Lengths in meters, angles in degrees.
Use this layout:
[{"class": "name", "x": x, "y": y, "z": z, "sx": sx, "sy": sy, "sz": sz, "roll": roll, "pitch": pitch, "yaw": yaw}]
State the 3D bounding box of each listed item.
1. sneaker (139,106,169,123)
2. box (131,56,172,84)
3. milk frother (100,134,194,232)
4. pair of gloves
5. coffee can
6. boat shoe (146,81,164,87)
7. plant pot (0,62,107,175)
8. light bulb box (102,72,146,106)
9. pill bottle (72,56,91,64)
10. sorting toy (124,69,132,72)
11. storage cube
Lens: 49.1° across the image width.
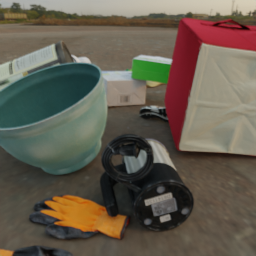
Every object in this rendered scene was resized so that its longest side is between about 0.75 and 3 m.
[{"class": "sneaker", "x": 1.060, "y": -0.505, "z": 9.060, "sx": 1.335, "sy": 0.492, "sz": 0.534, "roll": 12, "pitch": 24, "yaw": 24}, {"class": "box", "x": 1.011, "y": -2.186, "z": 10.337, "sx": 1.539, "sy": 0.744, "sz": 1.358, "roll": 10, "pitch": 20, "yaw": 10}, {"class": "milk frother", "x": 0.235, "y": 0.627, "z": 4.856, "sx": 1.488, "sy": 1.649, "sz": 1.551, "roll": 1, "pitch": 22, "yaw": -10}, {"class": "pair of gloves", "x": -1.060, "y": 1.699, "z": 4.200, "sx": 1.785, "sy": 0.248, "sz": 2.003, "roll": 9, "pitch": 25, "yaw": 19}, {"class": "coffee can", "x": -2.614, "y": -1.100, "z": 7.784, "sx": 2.489, "sy": 1.822, "sz": 1.822, "roll": -21, "pitch": 24, "yaw": 1}, {"class": "boat shoe", "x": 1.488, "y": -2.462, "z": 13.379, "sx": 0.795, "sy": 0.680, "sz": 2.168, "roll": 18, "pitch": 29, "yaw": 36}, {"class": "plant pot", "x": -1.536, "y": -0.084, "z": 6.100, "sx": 2.550, "sy": 1.709, "sz": 2.550, "roll": -12, "pitch": 34, "yaw": 8}, {"class": "light bulb box", "x": -0.319, "y": -1.545, "z": 10.755, "sx": 1.555, "sy": 0.979, "sz": 1.569, "roll": -4, "pitch": 23, "yaw": -20}, {"class": "pill bottle", "x": -2.868, "y": -2.529, "z": 12.637, "sx": 2.347, "sy": 1.403, "sz": 1.403, "roll": -19, "pitch": 29, "yaw": -40}, {"class": "sorting toy", "x": -0.477, "y": -2.184, "z": 12.435, "sx": 1.274, "sy": 0.254, "sz": 1.723, "roll": 15, "pitch": 49, "yaw": 35}, {"class": "storage cube", "x": 2.498, "y": -1.061, "z": 7.133, "sx": 2.557, "sy": 2.992, "sz": 2.689, "roll": 6, "pitch": 29, "yaw": -2}]
